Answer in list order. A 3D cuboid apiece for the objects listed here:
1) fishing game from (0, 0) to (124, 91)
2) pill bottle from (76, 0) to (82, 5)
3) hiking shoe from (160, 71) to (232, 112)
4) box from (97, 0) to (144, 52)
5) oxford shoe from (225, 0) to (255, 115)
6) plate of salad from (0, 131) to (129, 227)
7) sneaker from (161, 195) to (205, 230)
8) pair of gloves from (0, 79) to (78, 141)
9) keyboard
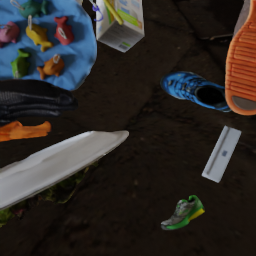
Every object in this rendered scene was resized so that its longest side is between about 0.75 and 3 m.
[{"bbox_3d":[-1.419,-1.260,4.187,2.638,0.410,1.889,-33,96,5],"label":"fishing game"},{"bbox_3d":[-1.443,-2.293,5.031,1.150,1.150,2.013,15,83,12],"label":"pill bottle"},{"bbox_3d":[1.312,-0.776,5.424,1.587,0.591,0.688,20,9,25],"label":"hiking shoe"},{"bbox_3d":[-0.190,-2.472,6.017,0.768,0.692,1.366,15,61,-35],"label":"box"},{"bbox_3d":[2.096,-1.347,4.469,0.936,0.958,2.627,20,78,7],"label":"oxford shoe"},{"bbox_3d":[-0.955,0.573,2.888,2.189,2.189,0.526,-26,95,-20],"label":"plate of salad"},{"bbox_3d":[0.824,1.340,4.421,0.801,0.312,0.341,-25,86,-28],"label":"sneaker"},{"bbox_3d":[-2.223,-0.139,4.178,2.517,2.825,0.349,-5,79,-30],"label":"pair of gloves"},{"bbox_3d":[1.691,0.449,5.033,0.306,0.058,1.089,24,68,20],"label":"keyboard"}]
